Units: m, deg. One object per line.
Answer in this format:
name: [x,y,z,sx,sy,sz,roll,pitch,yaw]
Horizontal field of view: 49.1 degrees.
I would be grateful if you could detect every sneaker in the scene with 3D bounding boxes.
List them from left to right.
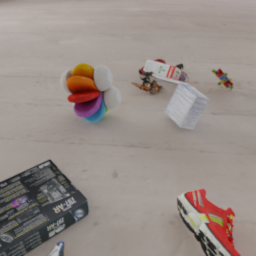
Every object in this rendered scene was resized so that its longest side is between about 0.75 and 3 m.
sneaker: [-1.892,3.193,6.522,0.560,0.478,1.270,6,35,8]
sneaker: [2.245,2.473,6.918,1.144,1.038,2.695,-23,40,-11]

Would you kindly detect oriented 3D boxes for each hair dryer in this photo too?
hair dryer: [1.931,-3.218,15.588,2.716,0.738,2.068,1,35,3]

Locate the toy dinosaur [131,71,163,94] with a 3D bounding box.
toy dinosaur: [0.991,-2.185,13.964,1.582,0.808,1.074,13,61,-34]

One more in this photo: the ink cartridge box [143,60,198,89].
ink cartridge box: [2.248,-2.721,14.234,2.643,0.666,1.440,23,8,33]

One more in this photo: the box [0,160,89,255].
box: [-2.886,2.228,7.776,2.857,0.622,2.288,-26,42,-32]

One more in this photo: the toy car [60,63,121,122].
toy car: [-1.624,-1.276,11.425,2.168,2.478,1.858,-4,44,22]

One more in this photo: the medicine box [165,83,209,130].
medicine box: [2.362,-0.877,11.420,0.744,1.445,1.316,12,25,-31]

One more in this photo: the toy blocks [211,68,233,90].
toy blocks: [4.740,-2.447,13.955,1.393,0.696,0.953,53,15,3]
